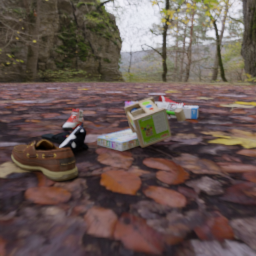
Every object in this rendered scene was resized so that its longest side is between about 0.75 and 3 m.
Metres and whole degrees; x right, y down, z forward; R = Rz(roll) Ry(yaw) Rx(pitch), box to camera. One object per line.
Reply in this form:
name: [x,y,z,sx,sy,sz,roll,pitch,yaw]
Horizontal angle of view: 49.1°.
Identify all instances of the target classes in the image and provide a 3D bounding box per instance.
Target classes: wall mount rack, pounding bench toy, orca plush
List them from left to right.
orca plush: [-1.400,0.439,7.767,0.888,0.600,1.687,-44,9,3]
pounding bench toy: [0.764,-0.296,7.888,1.423,0.884,1.110,-20,28,-6]
wall mount rack: [1.592,-0.941,12.908,1.512,0.564,1.314,5,41,24]

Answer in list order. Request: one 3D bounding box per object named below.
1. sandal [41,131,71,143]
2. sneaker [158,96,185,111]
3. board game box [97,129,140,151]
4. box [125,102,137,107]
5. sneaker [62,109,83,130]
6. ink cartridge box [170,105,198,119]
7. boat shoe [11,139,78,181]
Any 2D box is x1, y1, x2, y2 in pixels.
sandal: [-2.090,0.256,8.585,1.356,0.325,0.510,7,14,21]
sneaker: [2.243,-1.086,14.456,1.174,0.797,2.033,7,23,-9]
board game box: [-0.064,0.338,8.414,0.984,0.250,1.463,10,15,41]
box: [0.676,-1.134,15.095,1.342,0.384,1.962,-2,12,-11]
sneaker: [-2.106,-0.351,10.639,0.425,0.682,1.273,4,13,19]
ink cartridge box: [2.595,-0.731,12.893,1.191,0.502,0.861,3,12,16]
boat shoe: [-1.879,0.574,6.201,2.044,0.690,0.736,10,15,38]
